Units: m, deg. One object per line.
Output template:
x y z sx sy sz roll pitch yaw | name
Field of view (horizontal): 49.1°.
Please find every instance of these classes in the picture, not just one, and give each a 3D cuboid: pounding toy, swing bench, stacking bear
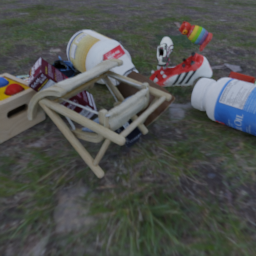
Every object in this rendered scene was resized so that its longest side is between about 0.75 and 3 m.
-4.458 -0.787 9.386 2.408 1.860 2.616 23 41 30 | pounding toy
-0.707 -0.565 7.261 2.530 1.642 2.517 39 43 8 | swing bench
2.458 -3.502 10.424 1.162 0.706 0.661 28 57 -5 | stacking bear

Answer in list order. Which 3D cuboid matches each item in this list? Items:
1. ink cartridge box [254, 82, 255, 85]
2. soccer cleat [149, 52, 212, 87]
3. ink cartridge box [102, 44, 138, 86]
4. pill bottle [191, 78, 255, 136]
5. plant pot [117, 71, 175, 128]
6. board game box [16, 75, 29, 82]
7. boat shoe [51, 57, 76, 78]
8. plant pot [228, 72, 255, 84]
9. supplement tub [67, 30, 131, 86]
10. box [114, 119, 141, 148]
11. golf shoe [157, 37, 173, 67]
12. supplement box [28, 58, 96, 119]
4.786 -1.611 9.521 0.503 1.149 0.835 34 79 6 | ink cartridge box
1.937 -2.004 10.975 2.767 1.178 0.949 -17 48 45 | soccer cleat
-0.160 -1.986 10.491 0.766 1.828 1.319 -34 1 -5 | ink cartridge box
3.711 -0.805 9.609 2.855 1.602 1.602 25 42 37 | pill bottle
0.427 -1.001 8.795 1.536 1.436 1.436 46 43 -3 | plant pot
-4.515 -2.021 12.552 1.719 0.298 1.085 -9 36 -13 | board game box
-3.024 -2.705 12.862 1.046 0.853 2.486 13 27 3 | boat shoe
4.391 -1.529 11.345 1.000 1.001 0.882 25 53 32 | plant pot
-1.335 -3.175 12.731 1.993 1.993 2.760 -22 40 -29 | supplement tub
-0.081 0.061 8.688 0.477 0.834 0.916 -35 79 -15 | box
1.368 -2.941 10.496 0.521 0.594 1.349 -1 65 24 | golf shoe
-2.284 -1.284 9.838 0.723 2.376 1.293 -44 34 14 | supplement box
